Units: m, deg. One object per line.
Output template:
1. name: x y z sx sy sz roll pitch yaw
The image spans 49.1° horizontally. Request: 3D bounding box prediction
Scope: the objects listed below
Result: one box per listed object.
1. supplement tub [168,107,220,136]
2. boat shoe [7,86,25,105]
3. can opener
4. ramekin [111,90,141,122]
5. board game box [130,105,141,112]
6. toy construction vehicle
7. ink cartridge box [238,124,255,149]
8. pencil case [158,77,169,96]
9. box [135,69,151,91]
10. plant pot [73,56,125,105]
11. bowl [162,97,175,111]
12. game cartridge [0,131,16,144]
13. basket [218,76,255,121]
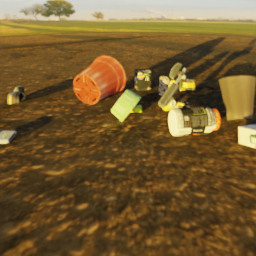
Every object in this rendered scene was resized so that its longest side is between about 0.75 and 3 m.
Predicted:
1. supplement tub: 2.579 -0.267 11.017 1.808 1.108 1.108 -4 25 -9
2. boat shoe: -5.724 -1.654 14.679 0.649 0.733 2.001 10 25 -7
3. can opener: 1.874 -1.811 12.186 0.670 2.016 0.531 30 0 11
4. ramekin: -0.121 -0.986 12.051 0.675 1.381 1.381 38 29 -2
5. board game box: 0.186 -0.926 13.536 0.891 0.212 0.453 1 24 1
6. toy construction vehicle: 2.337 -1.548 13.123 0.634 1.567 1.799 -9 18 -24
7. ink cartridge box: 4.936 0.350 9.630 1.169 0.677 2.012 -8 11 -18
8. pencil case: 1.885 -2.218 14.985 0.583 1.303 0.507 34 72 17
9. box: 0.864 -2.874 16.695 0.845 1.138 0.707 -5 25 -11
10. plant pot: -1.607 -2.384 14.686 2.201 2.201 2.140 13 35 26
11. bowl: 1.908 -1.123 12.773 0.405 0.752 0.752 12 26 41
12. game cartridge: -4.765 0.345 10.810 0.598 0.182 0.897 -4 24 1
13. basket: 4.718 -1.223 12.004 1.600 1.774 1.207 -1 -4 -8
